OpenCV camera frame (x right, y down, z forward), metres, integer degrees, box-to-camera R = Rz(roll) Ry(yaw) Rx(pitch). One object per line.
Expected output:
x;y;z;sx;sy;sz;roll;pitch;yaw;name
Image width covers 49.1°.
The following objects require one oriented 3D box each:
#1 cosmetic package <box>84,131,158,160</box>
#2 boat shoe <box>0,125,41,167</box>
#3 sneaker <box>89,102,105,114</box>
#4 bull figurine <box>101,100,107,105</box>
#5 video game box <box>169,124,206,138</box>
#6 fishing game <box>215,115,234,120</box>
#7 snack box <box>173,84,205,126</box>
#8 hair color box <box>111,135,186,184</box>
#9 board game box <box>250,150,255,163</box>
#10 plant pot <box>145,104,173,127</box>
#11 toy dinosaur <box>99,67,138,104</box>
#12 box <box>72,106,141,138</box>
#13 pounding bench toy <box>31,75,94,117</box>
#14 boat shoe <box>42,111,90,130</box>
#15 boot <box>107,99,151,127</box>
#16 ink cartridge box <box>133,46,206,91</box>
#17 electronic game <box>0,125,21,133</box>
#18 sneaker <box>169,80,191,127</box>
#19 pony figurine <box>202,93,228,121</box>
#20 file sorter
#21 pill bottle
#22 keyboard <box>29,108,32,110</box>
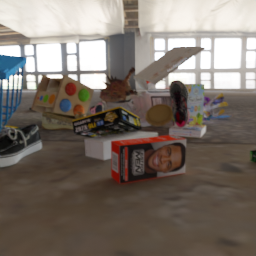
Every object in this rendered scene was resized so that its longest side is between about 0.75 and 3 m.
-0.121;0.402;6.870;1.778;0.450;0.734;-7;6;-42;cosmetic package
-2.679;0.337;6.453;0.811;0.751;2.198;3;11;16;boat shoe
-1.655;-1.012;14.570;0.749;0.640;1.825;1;8;-12;sneaker
-0.592;-1.274;14.995;1.492;0.800;2.458;34;3;0;bull figurine
2.012;0.078;9.407;1.033;0.265;1.134;2;10;23;video game box
4.357;-0.473;12.953;0.998;0.155;0.714;-5;8;15;fishing game
2.308;-0.842;10.621;0.559;1.652;1.393;9;14;42;snack box
0.399;0.562;5.298;1.411;0.716;0.432;-5;11;-25;hair color box
4.131;0.625;6.246;2.535;0.297;1.328;-5;9;-26;board game box
1.184;-0.502;10.611;1.097;1.097;0.151;-1;43;-5;plant pot
-0.641;-1.607;12.623;1.974;1.250;2.913;-28;-1;-42;toy dinosaur
-0.479;-0.067;7.177;1.265;0.391;1.585;-14;-12;18;box
-2.378;-1.074;12.006;1.946;1.550;2.495;10;-9;42;pounding bench toy
-2.134;-0.295;10.382;2.090;0.655;0.766;-2;10;-11;boat shoe
0.217;-0.613;11.030;2.216;1.059;0.815;-4;11;-24;boot
1.655;-2.366;11.319;2.348;0.693;2.933;-37;22;-3;ink cartridge box
-3.752;0.116;7.689;1.884;0.392;1.884;7;8;-1;electronic game
1.684;-0.786;9.075;0.626;1.553;0.580;-9;13;23;sneaker
3.323;-0.861;11.738;1.525;1.270;1.472;-26;26;26;pony figurine
-3.639;-0.940;6.809;1.784;1.577;2.571;7;19;-12;file sorter
1.139;-0.965;12.238;2.396;1.326;1.326;-3;10;-18;pill bottle
-5.274;-1.069;16.365;0.952;0.154;1.498;0;7;-43;keyboard
